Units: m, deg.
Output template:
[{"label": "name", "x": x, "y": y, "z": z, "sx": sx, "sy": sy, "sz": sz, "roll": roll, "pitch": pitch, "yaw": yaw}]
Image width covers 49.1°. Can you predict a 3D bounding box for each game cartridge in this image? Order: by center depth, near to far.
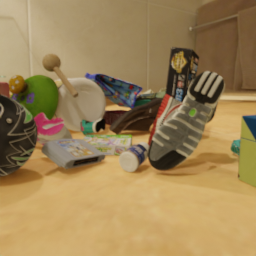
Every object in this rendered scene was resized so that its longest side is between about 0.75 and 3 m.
[{"label": "game cartridge", "x": -1.240, "y": 0.547, "z": 6.363, "sx": 0.890, "sy": 0.278, "sz": 1.336, "roll": 35, "pitch": 19, "yaw": 27}]

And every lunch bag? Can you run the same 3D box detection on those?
[{"label": "lunch bag", "x": -0.779, "y": -1.735, "z": 11.622, "sx": 2.181, "sy": 1.026, "sz": 1.642, "roll": 27, "pitch": -2, "yaw": -21}]

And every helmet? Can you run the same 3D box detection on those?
[{"label": "helmet", "x": -2.678, "y": 0.149, "z": 5.599, "sx": 1.694, "sy": 1.777, "sz": 1.777, "roll": 31, "pitch": 14, "yaw": 5}]

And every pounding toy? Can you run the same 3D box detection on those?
[{"label": "pounding toy", "x": -3.361, "y": -1.157, "z": 9.450, "sx": 2.830, "sy": 2.184, "sz": 1.313, "roll": -39, "pitch": -29, "yaw": 16}]

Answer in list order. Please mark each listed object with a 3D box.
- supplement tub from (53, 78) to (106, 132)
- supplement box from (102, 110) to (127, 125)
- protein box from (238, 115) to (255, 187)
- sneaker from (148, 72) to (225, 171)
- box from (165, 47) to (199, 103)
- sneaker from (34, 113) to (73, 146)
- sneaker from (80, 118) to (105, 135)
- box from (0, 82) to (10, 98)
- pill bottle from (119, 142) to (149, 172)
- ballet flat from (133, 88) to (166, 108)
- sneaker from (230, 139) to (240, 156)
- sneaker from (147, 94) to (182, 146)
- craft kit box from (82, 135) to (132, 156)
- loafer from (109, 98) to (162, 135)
[{"label": "supplement tub", "x": -2.344, "y": -1.021, "z": 11.489, "sx": 2.024, "sy": 2.024, "sz": 2.803, "roll": -5, "pitch": 11, "yaw": -29}, {"label": "supplement box", "x": -0.201, "y": -0.403, "z": 12.113, "sx": 1.094, "sy": 0.612, "sz": 2.010, "roll": -5, "pitch": 10, "yaw": -33}, {"label": "protein box", "x": 3.311, "y": 0.471, "z": 4.809, "sx": 1.897, "sy": 1.280, "sz": 1.883, "roll": -3, "pitch": 10, "yaw": -18}, {"label": "sneaker", "x": 1.376, "y": -0.004, "z": 6.160, "sx": 0.866, "sy": 2.309, "sz": 1.333, "roll": 36, "pitch": 2, "yaw": 22}, {"label": "box", "x": 1.751, "y": -1.085, "z": 9.321, "sx": 0.707, "sy": 2.823, "sz": 2.844, "roll": 9, "pitch": 12, "yaw": 16}, {"label": "sneaker", "x": -2.262, "y": 0.199, "z": 7.812, "sx": 2.010, "sy": 0.887, "sz": 0.818, "roll": 15, "pitch": 53, "yaw": 47}, {"label": "sneaker", "x": -1.335, "y": -0.055, "z": 10.217, "sx": 0.797, "sy": 0.552, "sz": 1.321, "roll": -1, "pitch": 6, "yaw": 13}, {"label": "box", "x": -4.449, "y": -0.166, "z": 6.758, "sx": 1.603, "sy": 1.881, "sz": 2.942, "roll": 3, "pitch": 11, "yaw": 18}, {"label": "pill bottle", "x": 0.174, "y": 0.604, "z": 6.162, "sx": 0.451, "sy": 0.451, "sz": 0.813, "roll": 5, "pitch": 20, "yaw": 28}, {"label": "ballet flat", "x": 1.238, "y": -1.283, "z": 12.152, "sx": 2.536, "sy": 0.941, "sz": 0.941, "roll": -3, "pitch": 8, "yaw": 22}, {"label": "sneaker", "x": 2.715, "y": 0.537, "z": 6.525, "sx": 0.637, "sy": 0.620, "sz": 1.600, "roll": 9, "pitch": 2, "yaw": 17}, {"label": "sneaker", "x": 0.994, "y": 0.017, "z": 6.875, "sx": 0.783, "sy": 1.907, "sz": 0.742, "roll": 20, "pitch": -28, "yaw": 2}, {"label": "craft kit box", "x": -0.611, "y": 0.466, "z": 7.880, "sx": 1.403, "sy": 0.345, "sz": 1.421, "roll": 3, "pitch": 10, "yaw": 2}, {"label": "loafer", "x": 0.512, "y": -0.308, "z": 10.184, "sx": 2.655, "sy": 0.942, "sz": 0.969, "roll": -27, "pitch": -4, "yaw": -34}]
